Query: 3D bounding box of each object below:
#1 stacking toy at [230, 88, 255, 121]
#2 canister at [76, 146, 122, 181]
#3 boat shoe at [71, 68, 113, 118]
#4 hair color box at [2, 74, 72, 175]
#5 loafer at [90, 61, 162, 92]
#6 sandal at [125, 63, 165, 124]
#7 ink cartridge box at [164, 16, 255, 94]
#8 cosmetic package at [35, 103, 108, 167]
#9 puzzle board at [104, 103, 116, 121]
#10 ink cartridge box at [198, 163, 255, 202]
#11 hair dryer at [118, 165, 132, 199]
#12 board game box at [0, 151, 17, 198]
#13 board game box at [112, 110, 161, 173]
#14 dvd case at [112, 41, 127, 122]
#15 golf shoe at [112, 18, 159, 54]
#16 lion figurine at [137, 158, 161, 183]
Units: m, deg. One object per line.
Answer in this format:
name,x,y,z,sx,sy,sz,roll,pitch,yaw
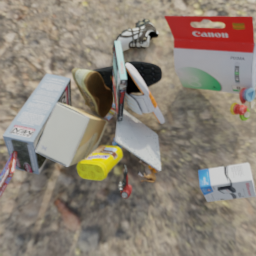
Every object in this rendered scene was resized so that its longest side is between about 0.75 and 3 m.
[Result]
stacking toy,3.389,-0.628,7.910,0.817,0.381,0.903,36,81,-30
canister,-0.664,0.820,6.827,0.749,1.008,0.436,1,112,26
boat shoe,-0.933,-0.972,7.766,0.625,1.995,0.731,26,70,22
hair color box,-2.384,-0.199,7.858,0.811,1.324,2.674,12,45,3
loafer,-0.259,-1.545,8.526,2.541,0.892,0.863,-8,103,0
sandal,0.357,-0.696,7.801,0.720,2.514,0.963,-31,52,6
ink cartridge box,2.342,-1.931,7.868,2.275,2.828,0.708,13,77,30
cosmetic package,-1.362,0.175,7.489,0.887,2.495,1.312,24,93,5
puzzle board,-0.753,-0.671,9.228,0.795,0.069,0.599,37,71,12
ink cartridge box,2.605,1.463,7.381,1.282,0.930,0.537,-13,46,21
hair dryer,-0.015,1.292,6.442,0.233,0.859,0.654,10,61,13
board game box,-3.010,1.195,6.871,0.121,1.249,0.643,18,38,-31
board game box,0.253,0.324,7.939,1.604,0.208,1.604,35,30,-22
dvd case,-0.244,-1.130,7.148,0.189,1.715,1.252,-5,59,-6
golf shoe,0.271,-3.082,9.809,1.857,0.722,0.878,-41,75,-13
lion figurine,0.623,1.214,7.847,0.671,0.397,1.096,34,43,-22
